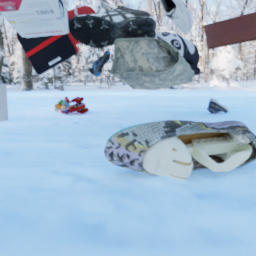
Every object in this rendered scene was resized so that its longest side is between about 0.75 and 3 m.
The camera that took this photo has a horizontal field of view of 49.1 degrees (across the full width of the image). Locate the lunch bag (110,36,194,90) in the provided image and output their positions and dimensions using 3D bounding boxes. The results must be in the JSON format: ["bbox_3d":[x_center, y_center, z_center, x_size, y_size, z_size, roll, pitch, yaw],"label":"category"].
[{"bbox_3d":[0.644,-1.491,6.662,1.695,0.996,1.390,5,-6,25],"label":"lunch bag"}]

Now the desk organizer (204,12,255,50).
[{"bbox_3d":[3.890,-3.421,9.738,2.318,0.892,0.831,1,22,42],"label":"desk organizer"}]

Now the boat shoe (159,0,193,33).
[{"bbox_3d":[1.284,-3.326,7.876,0.610,1.696,0.557,8,55,42],"label":"boat shoe"}]

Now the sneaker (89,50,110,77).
[{"bbox_3d":[-1.239,-2.857,12.138,0.525,1.281,0.469,31,-2,19],"label":"sneaker"}]

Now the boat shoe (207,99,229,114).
[{"bbox_3d":[4.109,-0.835,12.879,1.271,0.577,0.450,26,-5,-28],"label":"boat shoe"}]

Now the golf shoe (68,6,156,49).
[{"bbox_3d":[-0.541,-3.503,9.600,2.973,1.156,1.405,3,46,-1],"label":"golf shoe"}]

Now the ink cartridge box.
[{"bbox_3d":[-2.406,-3.095,7.127,1.382,0.785,1.896,-6,-5,-1],"label":"ink cartridge box"}]

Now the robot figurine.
[{"bbox_3d":[1.799,-2.826,11.003,1.962,1.630,2.611,2,2,38],"label":"robot figurine"}]

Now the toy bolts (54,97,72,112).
[{"bbox_3d":[-3.066,-0.987,13.585,0.890,0.647,0.932,36,-34,-21],"label":"toy bolts"}]

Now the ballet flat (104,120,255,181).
[{"bbox_3d":[0.950,0.350,4.264,2.562,0.922,0.922,-4,10,-18],"label":"ballet flat"}]

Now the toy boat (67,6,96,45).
[{"bbox_3d":[-2.118,-3.844,10.864,1.997,1.303,1.305,-13,28,10],"label":"toy boat"}]

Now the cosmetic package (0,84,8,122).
[{"bbox_3d":[-5.626,-0.978,10.551,2.607,1.403,1.106,6,10,41],"label":"cosmetic package"}]

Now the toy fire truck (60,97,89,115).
[{"bbox_3d":[-2.455,-0.885,12.702,1.051,0.702,1.251,-30,20,-21],"label":"toy fire truck"}]

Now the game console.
[{"bbox_3d":[-2.706,-2.834,9.270,1.852,1.637,0.287,-22,14,25],"label":"game console"}]
